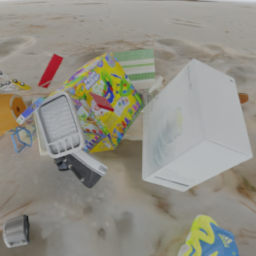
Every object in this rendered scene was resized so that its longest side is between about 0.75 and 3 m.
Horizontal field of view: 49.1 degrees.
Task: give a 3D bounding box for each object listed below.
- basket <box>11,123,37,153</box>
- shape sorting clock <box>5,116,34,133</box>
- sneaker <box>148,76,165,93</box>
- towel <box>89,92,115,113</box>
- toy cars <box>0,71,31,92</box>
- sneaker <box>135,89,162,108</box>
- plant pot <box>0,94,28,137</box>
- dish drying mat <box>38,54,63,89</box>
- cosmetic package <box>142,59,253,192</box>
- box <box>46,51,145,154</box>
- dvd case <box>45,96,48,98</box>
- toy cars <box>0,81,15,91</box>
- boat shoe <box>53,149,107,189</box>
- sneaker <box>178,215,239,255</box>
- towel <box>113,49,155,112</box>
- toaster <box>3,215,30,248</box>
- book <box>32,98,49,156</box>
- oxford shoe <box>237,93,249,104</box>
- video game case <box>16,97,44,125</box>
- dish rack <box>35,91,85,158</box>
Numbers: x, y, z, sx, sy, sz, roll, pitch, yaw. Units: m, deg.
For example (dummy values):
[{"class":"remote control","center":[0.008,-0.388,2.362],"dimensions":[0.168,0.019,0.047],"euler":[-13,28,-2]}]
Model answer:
[{"class":"basket","center":[-3.943,0.342,10.572],"dimensions":[0.707,0.897,1.017],"euler":[22,43,20]},{"class":"shape sorting clock","center":[-4.886,-0.197,12.259],"dimensions":[1.475,0.289,1.475],"euler":[0,33,0]},{"class":"sneaker","center":[1.080,-1.562,10.461],"dimensions":[0.324,0.765,0.278],"euler":[41,0,5]},{"class":"towel","center":[-0.834,-0.807,8.795],"dimensions":[0.639,0.099,0.884],"euler":[18,23,-38]},{"class":"toy cars","center":[-4.475,-1.760,10.562],"dimensions":[1.607,0.356,0.721],"euler":[28,-7,-21]},{"class":"sneaker","center":[0.602,-1.170,11.584],"dimensions":[0.944,0.871,2.141],"euler":[-4,4,-37]},{"class":"plant pot","center":[-4.796,-0.558,10.552],"dimensions":[1.652,1.804,1.804],"euler":[-10,31,14]},{"class":"dish drying mat","center":[-3.715,-2.689,13.431],"dimensions":[0.158,1.733,0.666],"euler":[39,13,27]},{"class":"cosmetic package","center":[1.792,0.024,8.297],"dimensions":[1.687,2.744,2.735],"euler":[20,51,-23]},{"class":"box","center":[-1.085,-0.919,10.292],"dimensions":[1.614,2.548,2.645],"euler":[-11,32,41]},{"class":"dvd case","center":[-3.463,-1.298,13.501],"dimensions":[1.693,0.135,1.259],"euler":[-27,46,-14]},{"class":"toy cars","center":[-7.050,-2.094,14.974],"dimensions":[2.262,0.501,1.014],"euler":[-10,-2,-18]},{"class":"boat shoe","center":[-1.926,1.019,9.154],"dimensions":[2.993,1.046,0.991],"euler":[28,81,35]},{"class":"sneaker","center":[1.888,3.115,6.514],"dimensions":[1.341,0.967,2.553],"euler":[16,35,22]},{"class":"towel","center":[0.180,-2.076,12.831],"dimensions":[2.155,2.825,0.331],"euler":[-6,13,-2]},{"class":"toaster","center":[-2.983,2.739,7.507],"dimensions":[0.595,0.523,0.921],"euler":[-12,35,-13]},{"class":"book","center":[-2.791,-0.140,10.921],"dimensions":[1.533,0.551,2.295],"euler":[-6,62,-25]},{"class":"oxford shoe","center":[4.858,-1.076,13.363],"dimensions":[2.213,0.789,0.789],"euler":[-15,55,-12]},{"class":"video game case","center":[-2.718,-0.472,7.774],"dimensions":[0.757,0.172,0.686],"euler":[-53,16,-30]},{"class":"dish rack","center":[-1.934,-0.086,8.161],"dimensions":[1.481,1.726,0.376],"euler":[-20,-1,32]}]
